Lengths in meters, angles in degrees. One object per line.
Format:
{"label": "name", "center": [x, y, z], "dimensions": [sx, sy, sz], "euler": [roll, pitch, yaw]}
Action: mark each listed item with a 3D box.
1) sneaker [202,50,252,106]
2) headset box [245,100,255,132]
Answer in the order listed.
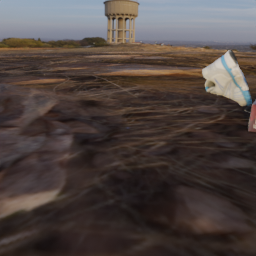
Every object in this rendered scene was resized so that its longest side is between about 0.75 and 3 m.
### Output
{"label": "sneaker", "center": [2.680, -1.192, 7.666], "dimensions": [1.012, 0.875, 2.334], "euler": [-23, -34, 26]}
{"label": "headset box", "center": [3.886, -0.300, 6.867], "dimensions": [1.880, 0.726, 1.399], "euler": [12, 22, 29]}
